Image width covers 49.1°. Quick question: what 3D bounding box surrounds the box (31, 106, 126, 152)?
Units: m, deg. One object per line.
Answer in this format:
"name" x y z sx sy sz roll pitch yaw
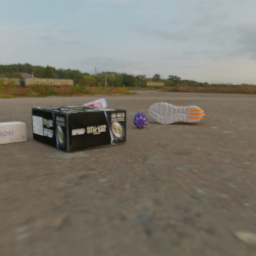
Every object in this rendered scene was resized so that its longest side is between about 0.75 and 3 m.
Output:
"box" -1.818 -0.097 10.061 2.322 1.221 2.835 -7 11 -40

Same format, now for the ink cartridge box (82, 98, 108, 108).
"ink cartridge box" -2.160 -1.014 15.051 1.772 0.623 2.970 -19 6 9

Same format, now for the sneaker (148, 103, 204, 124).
"sneaker" 2.676 -0.703 15.345 2.964 1.150 1.661 9 3 22

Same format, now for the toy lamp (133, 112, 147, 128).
"toy lamp" 0.618 -0.413 14.044 0.699 0.699 2.402 0 9 1

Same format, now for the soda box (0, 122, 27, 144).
"soda box" -4.669 0.213 9.792 2.041 0.697 0.647 -8 10 -41
